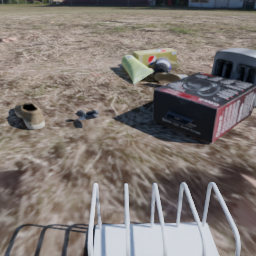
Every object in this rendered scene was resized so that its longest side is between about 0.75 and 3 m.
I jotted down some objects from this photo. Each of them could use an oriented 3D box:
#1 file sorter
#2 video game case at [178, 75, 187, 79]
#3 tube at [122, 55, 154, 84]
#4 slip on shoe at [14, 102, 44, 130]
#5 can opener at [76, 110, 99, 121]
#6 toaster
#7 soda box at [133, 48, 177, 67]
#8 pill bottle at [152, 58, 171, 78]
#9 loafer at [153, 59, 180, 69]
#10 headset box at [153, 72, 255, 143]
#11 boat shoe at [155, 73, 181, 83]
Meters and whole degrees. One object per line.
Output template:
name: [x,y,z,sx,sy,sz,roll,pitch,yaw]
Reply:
file sorter: [0.452,1.642,4.234,2.028,1.262,1.407,0,28,-2]
video game case: [2.382,-2.287,12.966,0.853,0.098,0.776,-4,28,-10]
tube: [0.329,-2.818,13.411,0.699,0.782,2.694,10,24,-22]
slip on shoe: [-3.268,-0.585,9.180,0.741,0.590,1.949,-14,31,-25]
can opener: [-1.315,-0.418,8.769,0.981,0.328,0.262,-8,58,50]
toaster: [4.160,-1.932,10.188,1.239,2.088,1.888,-18,33,-38]
soda box: [1.421,-3.779,15.114,2.305,0.738,0.781,-10,30,-20]
pill bottle: [1.549,-2.694,12.994,0.784,0.784,1.402,5,29,10]
loafer: [2.013,-3.364,14.597,1.416,0.477,0.538,-2,28,-4]
headset box: [2.367,-0.765,8.927,2.203,1.143,2.961,24,37,37]
boat shoe: [1.737,-2.167,11.962,1.191,0.429,0.386,11,26,29]
